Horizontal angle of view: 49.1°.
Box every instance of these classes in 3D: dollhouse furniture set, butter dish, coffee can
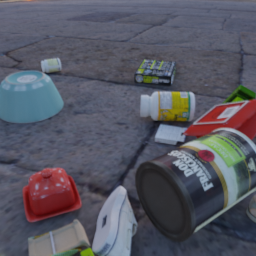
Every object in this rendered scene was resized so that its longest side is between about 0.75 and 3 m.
[{"bbox_3d":[-1.151,2.844,5.333,1.196,0.924,2.394,-19,16,-17],"label":"dollhouse furniture set"},{"bbox_3d":[-1.967,1.459,6.998,1.340,0.993,1.344,-11,33,-19],"label":"butter dish"},{"bbox_3d":[3.157,0.152,8.753,2.021,1.494,2.015,-35,14,-27],"label":"butter dish"},{"bbox_3d":[4.659,-0.216,10.230,2.390,1.199,1.565,29,47,0],"label":"dollhouse furniture set"},{"bbox_3d":[1.670,1.216,6.595,2.477,1.813,1.813,-20,37,-30],"label":"coffee can"}]

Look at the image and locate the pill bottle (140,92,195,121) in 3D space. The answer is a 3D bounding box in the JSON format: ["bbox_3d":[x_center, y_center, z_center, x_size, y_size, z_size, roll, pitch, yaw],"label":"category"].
[{"bbox_3d":[1.456,-0.814,10.645,1.957,1.104,1.104,1,31,2],"label":"pill bottle"}]

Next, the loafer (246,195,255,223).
[{"bbox_3d":[3.609,2.161,6.211,1.914,0.602,0.688,27,40,37],"label":"loafer"}]

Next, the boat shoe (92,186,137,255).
[{"bbox_3d":[-0.184,2.115,6.227,0.768,0.780,2.201,40,13,-9],"label":"boat shoe"}]

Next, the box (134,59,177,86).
[{"bbox_3d":[1.488,-2.955,14.753,1.894,0.523,2.365,7,32,12],"label":"box"}]

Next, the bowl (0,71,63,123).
[{"bbox_3d":[-4.076,-1.427,11.402,2.661,1.392,2.661,-1,32,1],"label":"bowl"}]

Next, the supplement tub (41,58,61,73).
[{"bbox_3d":[-4.210,-3.400,15.314,0.959,0.695,0.695,-14,34,-22],"label":"supplement tub"}]

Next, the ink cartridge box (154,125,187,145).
[{"bbox_3d":[1.503,0.247,9.753,0.993,0.215,0.975,10,30,15],"label":"ink cartridge box"}]
